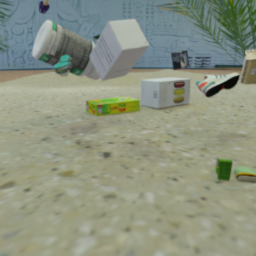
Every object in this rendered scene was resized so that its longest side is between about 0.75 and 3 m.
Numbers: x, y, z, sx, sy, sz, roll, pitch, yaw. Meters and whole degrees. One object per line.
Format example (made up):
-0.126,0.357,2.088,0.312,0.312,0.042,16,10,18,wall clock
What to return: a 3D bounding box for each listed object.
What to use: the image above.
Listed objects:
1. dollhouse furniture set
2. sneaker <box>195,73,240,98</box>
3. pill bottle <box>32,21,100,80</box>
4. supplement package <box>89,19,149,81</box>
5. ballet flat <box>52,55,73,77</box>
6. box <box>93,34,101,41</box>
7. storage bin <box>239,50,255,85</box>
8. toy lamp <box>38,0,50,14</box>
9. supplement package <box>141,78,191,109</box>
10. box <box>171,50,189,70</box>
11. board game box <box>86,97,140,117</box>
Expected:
2.619,0.930,6.702,0.959,0.481,0.628,3,16,12,dollhouse furniture set
3.106,-1.656,9.748,1.711,0.602,0.800,-24,53,-23,sneaker
-2.241,-2.977,11.182,2.705,1.530,1.530,18,4,-32,pill bottle
-0.307,-2.283,8.323,0.980,0.968,1.616,-19,-12,-33,supplement package
-1.985,-1.860,8.738,0.537,0.537,1.447,1,29,2,ballet flat
-0.636,-3.042,9.194,0.907,0.165,0.655,-13,13,17,box
4.136,-1.926,8.919,1.007,1.014,0.475,-3,48,6,storage bin
-2.293,-3.737,8.006,0.329,0.329,1.129,-15,-18,-42,toy lamp
2.065,-1.961,15.224,2.513,1.429,1.376,-13,19,-37,supplement package
2.445,-3.162,13.090,0.486,0.782,0.788,4,22,42,box
-0.739,-1.083,13.725,2.369,0.564,1.203,-9,18,-29,board game box
